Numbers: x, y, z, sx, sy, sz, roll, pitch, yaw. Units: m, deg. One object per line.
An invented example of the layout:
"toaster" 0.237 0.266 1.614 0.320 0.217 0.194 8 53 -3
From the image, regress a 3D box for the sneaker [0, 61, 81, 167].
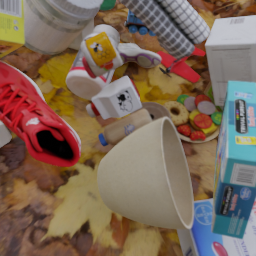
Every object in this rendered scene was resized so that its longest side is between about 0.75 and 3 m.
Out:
"sneaker" -1.911 -0.381 5.147 2.936 1.696 1.150 40 78 -14

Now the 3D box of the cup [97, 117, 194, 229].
"cup" 0.240 0.791 4.462 1.209 1.691 1.691 -15 51 20

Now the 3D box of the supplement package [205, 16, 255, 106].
"supplement package" 2.677 -1.555 6.894 1.112 1.955 1.071 8 54 30

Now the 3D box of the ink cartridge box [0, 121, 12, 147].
"ink cartridge box" -4.716 -0.025 8.408 1.944 0.823 1.405 38 62 23

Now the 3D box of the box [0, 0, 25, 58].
"box" -3.051 -2.001 5.901 0.701 2.796 1.052 -2 91 -41

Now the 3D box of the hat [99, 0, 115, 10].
"hat" -2.152 -4.703 10.202 2.658 2.340 2.202 46 44 -15

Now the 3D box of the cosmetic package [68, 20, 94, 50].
"cosmetic package" -2.232 -4.014 10.847 1.581 1.576 0.972 17 55 13

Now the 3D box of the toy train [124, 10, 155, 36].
"toy train" 0.558 -3.660 9.696 1.331 0.761 0.577 7 52 -6

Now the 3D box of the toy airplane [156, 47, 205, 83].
"toy airplane" 2.061 -2.550 10.528 2.087 0.384 2.087 0 54 0

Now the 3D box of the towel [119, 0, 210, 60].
"towel" 0.787 -2.966 7.227 2.189 1.131 2.644 40 18 -17

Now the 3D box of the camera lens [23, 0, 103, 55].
"camera lens" -2.143 -3.506 8.065 2.051 2.565 2.051 16 64 -35

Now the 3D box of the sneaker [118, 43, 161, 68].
"sneaker" 0.354 -2.836 10.540 1.879 0.703 0.936 13 55 9

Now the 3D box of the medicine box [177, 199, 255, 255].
"medicine box" 2.779 2.849 5.900 2.894 1.490 2.636 -8 55 -6

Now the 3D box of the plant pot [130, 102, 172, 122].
"plant pot" 0.574 0.192 7.776 1.852 1.615 1.852 0 55 0

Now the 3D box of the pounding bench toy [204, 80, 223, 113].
"pounding bench toy" 3.585 -0.956 8.843 1.381 1.100 1.770 -22 68 -12

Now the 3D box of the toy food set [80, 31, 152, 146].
"toy food set" -0.400 -0.428 5.770 1.310 2.912 1.390 -25 34 8

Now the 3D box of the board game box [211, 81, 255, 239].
"board game box" 1.912 0.458 5.042 0.540 1.737 2.301 7 37 15

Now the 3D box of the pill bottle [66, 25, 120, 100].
"pill bottle" -0.820 -1.759 7.326 1.049 1.049 1.895 12 63 9

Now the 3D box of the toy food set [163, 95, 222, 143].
"toy food set" 2.085 -0.351 8.880 1.826 0.449 1.845 -29 58 -20
